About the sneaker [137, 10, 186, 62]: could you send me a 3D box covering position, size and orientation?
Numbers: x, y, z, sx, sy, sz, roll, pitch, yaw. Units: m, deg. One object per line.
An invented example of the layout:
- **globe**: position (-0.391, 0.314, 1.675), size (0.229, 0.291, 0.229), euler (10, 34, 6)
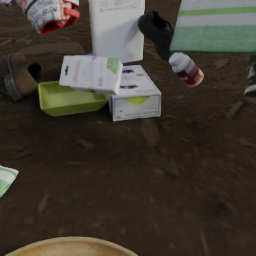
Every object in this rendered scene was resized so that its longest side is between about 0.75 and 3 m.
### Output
- **sneaker**: position (1.001, -2.464, 7.669), size (0.653, 1.720, 0.781), euler (-54, 17, -14)

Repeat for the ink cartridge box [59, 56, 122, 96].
- **ink cartridge box**: position (-0.653, -0.929, 4.945), size (1.006, 0.589, 0.338), euler (7, -7, 12)

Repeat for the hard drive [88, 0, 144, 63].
- **hard drive**: position (-0.297, -2.937, 7.911), size (1.516, 2.298, 0.302), euler (-13, 41, -16)

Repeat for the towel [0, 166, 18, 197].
- **towel**: position (-3.376, 1.341, 4.990), size (1.789, 0.274, 2.345), euler (11, 33, 17)

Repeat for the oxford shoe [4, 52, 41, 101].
- **oxford shoe**: position (-3.458, -1.899, 9.488), size (1.119, 0.963, 2.651), euler (-25, 45, -4)

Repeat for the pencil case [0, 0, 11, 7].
- **pencil case**: position (-2.891, -2.712, 5.552), size (0.507, 0.498, 1.187), euler (-7, 14, 24)

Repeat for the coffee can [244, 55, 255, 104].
- **coffee can**: position (3.149, -1.634, 5.140), size (1.683, 2.300, 1.683), euler (8, -5, 1)

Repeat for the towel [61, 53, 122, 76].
- **towel**: position (-1.313, -2.426, 10.911), size (1.362, 0.592, 2.439), euler (21, 36, 30)

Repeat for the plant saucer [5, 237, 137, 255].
- **plant saucer**: position (-0.753, 2.504, 2.815), size (2.961, 0.524, 2.961), euler (0, 31, 0)

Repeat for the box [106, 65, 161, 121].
- **box**: position (0.014, -1.166, 8.675), size (1.422, 0.733, 2.438), euler (-6, 32, -9)

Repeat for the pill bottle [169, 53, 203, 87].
- **pill bottle**: position (1.370, -1.404, 6.673), size (0.480, 0.849, 0.480), euler (-36, 30, 25)

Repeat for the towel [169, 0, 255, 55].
- **towel**: position (1.717, -2.232, 3.973), size (1.879, 2.463, 0.288), euler (15, 2, 37)

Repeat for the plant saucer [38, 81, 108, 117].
- **plant saucer**: position (-1.713, -0.927, 8.558), size (1.883, 0.451, 1.886), euler (-9, 33, -15)

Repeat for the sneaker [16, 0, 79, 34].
- **sneaker**: position (-1.420, -3.615, 7.048), size (2.969, 1.591, 0.991), euler (-29, 2, 13)
